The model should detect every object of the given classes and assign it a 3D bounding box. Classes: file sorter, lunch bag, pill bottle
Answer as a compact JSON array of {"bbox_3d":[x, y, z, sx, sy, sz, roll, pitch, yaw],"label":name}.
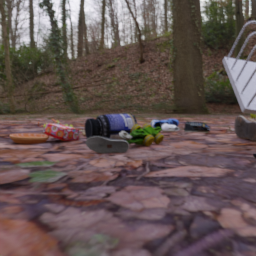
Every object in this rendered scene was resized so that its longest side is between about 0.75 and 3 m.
[{"bbox_3d":[4.928,-2.038,9.697,2.071,1.859,2.985,7,47,-8],"label":"file sorter"},{"bbox_3d":[-2.941,0.147,12.287,1.260,0.586,1.431,17,3,29],"label":"lunch bag"},{"bbox_3d":[-0.737,0.007,12.073,2.108,1.179,1.179,-2,5,-29],"label":"pill bottle"}]

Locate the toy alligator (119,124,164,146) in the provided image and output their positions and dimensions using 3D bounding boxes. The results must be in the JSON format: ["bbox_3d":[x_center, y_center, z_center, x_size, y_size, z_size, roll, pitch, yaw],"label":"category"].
[{"bbox_3d":[0.447,0.363,10.760,0.921,0.667,2.778,41,27,29],"label":"toy alligator"}]

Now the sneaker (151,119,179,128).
[{"bbox_3d":[2.389,-0.194,18.210,1.837,0.679,0.756,-5,8,6],"label":"sneaker"}]

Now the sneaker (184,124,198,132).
[{"bbox_3d":[3.793,-0.021,16.705,0.941,0.500,0.352,-2,5,-19],"label":"sneaker"}]

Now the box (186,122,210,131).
[{"bbox_3d":[4.245,-0.086,16.998,0.952,0.275,1.197,24,-12,-41],"label":"box"}]

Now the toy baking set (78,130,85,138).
[{"bbox_3d":[-1.962,0.325,14.154,1.872,0.284,2.439,1,4,-27],"label":"toy baking set"}]

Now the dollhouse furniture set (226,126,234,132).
[{"bbox_3d":[6.317,0.010,16.997,0.896,0.396,0.464,-4,6,-35],"label":"dollhouse furniture set"}]

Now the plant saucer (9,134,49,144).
[{"bbox_3d":[-4.135,0.452,11.772,1.574,0.295,1.574,4,4,0],"label":"plant saucer"}]

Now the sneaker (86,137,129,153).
[{"bbox_3d":[-0.715,0.593,9.479,1.425,0.533,0.757,8,-2,-6],"label":"sneaker"}]

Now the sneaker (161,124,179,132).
[{"bbox_3d":[2.451,0.037,16.374,0.533,0.505,1.323,17,16,42],"label":"sneaker"}]

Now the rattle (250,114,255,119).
[{"bbox_3d":[7.528,0.108,16.270,1.505,1.652,2.312,36,6,40],"label":"rattle"}]

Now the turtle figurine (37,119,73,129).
[{"bbox_3d":[-3.941,-0.011,15.476,1.670,0.667,2.071,8,-13,-43],"label":"turtle figurine"}]

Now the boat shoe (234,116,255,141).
[{"bbox_3d":[5.826,0.068,13.042,1.011,1.067,2.817,3,14,-3],"label":"boat shoe"}]

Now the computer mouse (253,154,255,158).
[{"bbox_3d":[4.052,0.818,8.011,0.521,0.208,0.949,0,4,-16],"label":"computer mouse"}]
